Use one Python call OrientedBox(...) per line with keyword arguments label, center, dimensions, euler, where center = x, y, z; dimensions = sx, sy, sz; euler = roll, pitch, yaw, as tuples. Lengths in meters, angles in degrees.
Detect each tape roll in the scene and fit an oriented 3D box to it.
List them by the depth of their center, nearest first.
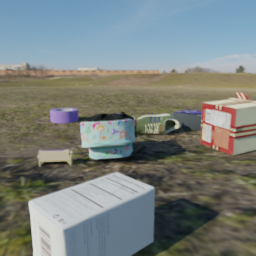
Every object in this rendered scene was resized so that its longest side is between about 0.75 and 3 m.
OrientedBox(label="tape roll", center=(-3.693, -0.726, 16.193), dimensions=(1.574, 0.669, 1.574), euler=(0, 11, 0))

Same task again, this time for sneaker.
OrientedBox(label="sneaker", center=(1.301, -0.101, 12.889), dimensions=(2.354, 0.789, 1.057), euler=(-12, 27, -24))

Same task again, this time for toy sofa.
OrientedBox(label="toy sofa", center=(-2.295, 0.894, 8.876), dimensions=(1.053, 0.514, 0.436), euler=(-2, 12, -7))

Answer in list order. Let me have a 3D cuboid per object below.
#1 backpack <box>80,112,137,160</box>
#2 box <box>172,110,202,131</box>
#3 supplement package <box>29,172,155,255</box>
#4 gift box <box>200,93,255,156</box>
OrientedBox(label="backpack", center=(-0.631, 0.218, 9.269), dimensions=(1.872, 1.588, 2.109), euler=(-3, -1, 3))
OrientedBox(label="box", center=(3.505, -0.409, 14.446), dimensions=(1.434, 0.801, 2.032), euler=(-13, 18, -39))
OrientedBox(label="supplement package", center=(-0.522, 1.533, 4.520), dimensions=(1.775, 1.037, 1.041), euler=(-11, 16, -42))
OrientedBox(label="gift box", center=(4.030, -0.241, 10.736), dimensions=(2.006, 1.982, 2.148), euler=(-8, 20, -25))
